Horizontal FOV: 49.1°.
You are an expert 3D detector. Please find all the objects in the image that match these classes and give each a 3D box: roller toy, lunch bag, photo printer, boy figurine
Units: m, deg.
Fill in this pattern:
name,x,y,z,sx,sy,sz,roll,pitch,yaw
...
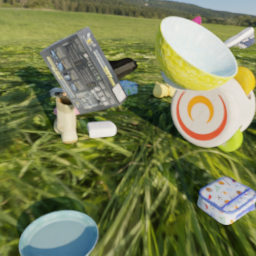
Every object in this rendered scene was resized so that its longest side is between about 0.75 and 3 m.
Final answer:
name,x,y,z,sx,sy,sz,roll,pitch,yaw
roller toy,2.934,-0.750,9.699,2.476,2.714,1.897,15,24,41
lunch bag,2.385,1.693,6.668,1.305,0.493,1.045,-18,30,-33
photo printer,-0.998,0.045,10.669,1.039,0.361,0.864,-5,23,-14
lunch bag,-0.408,-2.190,15.579,1.609,0.664,1.294,-17,25,-36
boy figurine,2.556,-2.170,15.290,2.680,0.864,1.666,-5,26,-16

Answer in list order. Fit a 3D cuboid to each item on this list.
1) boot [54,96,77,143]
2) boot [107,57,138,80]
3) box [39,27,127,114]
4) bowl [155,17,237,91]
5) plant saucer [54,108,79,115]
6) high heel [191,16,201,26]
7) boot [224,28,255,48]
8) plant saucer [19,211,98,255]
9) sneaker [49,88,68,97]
name,x,y,z,sx,sy,sz,roll,pitch,yaw
boot,-2.377,-0.470,10.385,0.716,1.528,1.966,-9,25,-20
boot,-0.946,-2.179,8.561,2.194,1.641,0.826,-18,1,3
box,-1.206,-1.432,7.578,1.662,2.107,0.538,-9,31,40
bowl,1.605,-1.753,7.616,2.338,1.258,2.338,17,46,-18
plant saucer,-2.788,-0.882,12.915,1.253,0.318,1.253,-1,23,0
high heel,2.042,-2.588,8.642,0.547,1.621,0.779,6,21,-46
boot,4.526,-3.427,11.305,1.420,0.641,0.517,-31,26,-7
plant saucer,-1.377,2.264,5.664,1.544,0.212,1.544,1,23,0
sneaker,-3.617,-1.868,15.066,1.266,0.468,0.502,-8,29,-19
